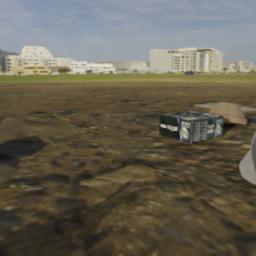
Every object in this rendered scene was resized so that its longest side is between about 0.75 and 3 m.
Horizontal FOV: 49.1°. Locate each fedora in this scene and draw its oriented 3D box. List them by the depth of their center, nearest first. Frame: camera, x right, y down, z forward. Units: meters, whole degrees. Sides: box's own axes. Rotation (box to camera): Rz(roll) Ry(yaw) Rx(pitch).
[{"bbox_3d":[3.376,0.879,6.655,1.982,1.753,0.895,-13,-12,-25],"label":"fedora"}]

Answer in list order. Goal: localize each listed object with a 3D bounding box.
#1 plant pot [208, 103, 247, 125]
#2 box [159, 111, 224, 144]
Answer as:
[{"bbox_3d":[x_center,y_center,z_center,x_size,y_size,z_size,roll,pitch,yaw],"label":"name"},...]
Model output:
[{"bbox_3d":[4.795,-0.721,13.594,1.938,0.895,1.938,9,3,0],"label":"plant pot"},{"bbox_3d":[2.617,-0.089,11.637,2.106,0.907,1.725,-9,16,-39],"label":"box"}]
